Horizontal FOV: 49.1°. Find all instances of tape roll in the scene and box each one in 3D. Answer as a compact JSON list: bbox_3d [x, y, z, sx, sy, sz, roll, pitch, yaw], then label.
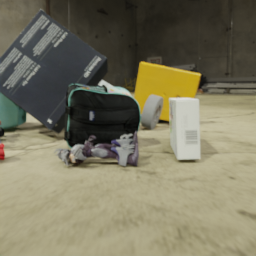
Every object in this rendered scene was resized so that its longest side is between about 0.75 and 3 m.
[{"bbox_3d":[0.882,-0.572,10.213,0.409,1.237,1.237,18,14,17],"label":"tape roll"}]

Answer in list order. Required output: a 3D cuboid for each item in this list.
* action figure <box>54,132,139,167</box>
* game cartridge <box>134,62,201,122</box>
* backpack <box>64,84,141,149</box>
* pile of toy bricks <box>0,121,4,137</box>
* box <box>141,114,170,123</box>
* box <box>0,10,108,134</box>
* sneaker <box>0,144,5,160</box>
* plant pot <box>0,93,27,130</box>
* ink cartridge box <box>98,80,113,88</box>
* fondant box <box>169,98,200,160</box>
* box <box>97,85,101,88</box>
[{"bbox_3d":[-0.668,0.472,5.859,1.777,0.616,1.156,-3,15,0],"label":"action figure"},{"bbox_3d":[1.460,-1.358,11.196,2.401,2.117,0.390,16,23,15],"label":"game cartridge"},{"bbox_3d":[-0.659,-0.306,7.238,1.864,1.639,1.429,3,17,-10],"label":"backpack"},{"bbox_3d":[-4.220,0.073,7.650,1.099,1.235,2.227,-30,33,-10],"label":"pile of toy bricks"},{"bbox_3d":[1.387,-0.737,12.585,1.692,0.883,1.252,0,9,-2],"label":"box"},{"bbox_3d":[-2.405,-1.634,8.707,2.478,2.721,1.417,37,-6,2],"label":"box"},{"bbox_3d":[-2.972,0.399,5.584,0.841,0.570,1.455,-2,-3,-6],"label":"sneaker"},{"bbox_3d":[-5.176,-0.809,9.995,2.765,1.953,1.954,2,8,-6],"label":"plant pot"},{"bbox_3d":[-0.780,-1.704,14.400,1.822,0.431,1.459,32,-8,-12],"label":"ink cartridge box"},{"bbox_3d":[1.300,-0.058,6.675,0.519,1.285,1.781,-3,7,3],"label":"fondant box"},{"bbox_3d":[-1.873,-1.155,11.678,1.563,0.894,1.717,26,44,15],"label":"box"}]
